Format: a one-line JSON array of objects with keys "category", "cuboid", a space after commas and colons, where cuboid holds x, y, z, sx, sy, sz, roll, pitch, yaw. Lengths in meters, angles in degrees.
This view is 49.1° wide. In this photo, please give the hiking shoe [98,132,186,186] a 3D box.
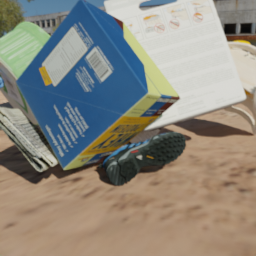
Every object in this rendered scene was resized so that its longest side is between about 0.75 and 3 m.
[{"category": "hiking shoe", "cuboid": [0.274, 0.421, 5.196, 1.655, 0.616, 0.718, -21, 25, -17]}]

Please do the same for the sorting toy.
[{"category": "sorting toy", "cuboid": [3.092, -0.981, 7.691, 1.319, 2.222, 2.469, -25, 42, -8]}]

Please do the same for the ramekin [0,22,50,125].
[{"category": "ramekin", "cuboid": [-2.446, -1.239, 7.041, 1.188, 2.433, 2.433, -41, 35, -27]}]

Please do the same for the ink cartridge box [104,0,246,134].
[{"category": "ink cartridge box", "cuboid": [0.933, -1.546, 6.021, 2.275, 2.842, 0.672, -17, -6, -5]}]

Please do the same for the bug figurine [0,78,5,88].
[{"category": "bug figurine", "cuboid": [-3.216, -1.691, 6.112, 0.464, 1.802, 1.397, -23, -5, -11]}]

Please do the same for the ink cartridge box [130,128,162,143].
[{"category": "ink cartridge box", "cuboid": [0.436, -0.260, 6.852, 0.594, 1.409, 1.029, 42, 0, -23]}]

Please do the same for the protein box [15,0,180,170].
[{"category": "protein box", "cuboid": [-0.590, -0.688, 5.105, 2.019, 2.005, 1.362, -41, -17, 25]}]

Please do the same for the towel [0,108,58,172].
[{"category": "towel", "cuboid": [-1.744, 0.134, 4.980, 0.251, 1.401, 1.455, -41, 2, -1]}]
